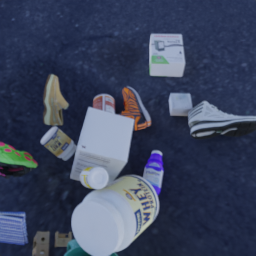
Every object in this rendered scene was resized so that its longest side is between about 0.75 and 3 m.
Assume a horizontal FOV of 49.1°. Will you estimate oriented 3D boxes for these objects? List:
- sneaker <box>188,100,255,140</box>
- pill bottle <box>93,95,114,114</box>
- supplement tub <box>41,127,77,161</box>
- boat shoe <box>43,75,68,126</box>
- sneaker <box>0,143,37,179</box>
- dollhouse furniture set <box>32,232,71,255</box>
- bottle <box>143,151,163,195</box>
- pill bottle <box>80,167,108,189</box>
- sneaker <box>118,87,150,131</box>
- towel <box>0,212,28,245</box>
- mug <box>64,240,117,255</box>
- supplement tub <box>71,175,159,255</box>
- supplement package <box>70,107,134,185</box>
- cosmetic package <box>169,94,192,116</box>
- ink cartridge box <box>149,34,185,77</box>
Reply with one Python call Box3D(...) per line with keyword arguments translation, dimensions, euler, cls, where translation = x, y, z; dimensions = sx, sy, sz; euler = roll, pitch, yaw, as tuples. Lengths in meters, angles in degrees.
Box3D(translation=(3.843, -0.531, 11.449), dimensions=(2.866, 1.081, 1.649), euler=(-5, 57, -1), cls="sneaker")
Box3D(translation=(-1.008, -0.515, 11.553), dimensions=(0.909, 0.909, 1.620), euler=(-2, 54, -1), cls="pill bottle")
Box3D(translation=(-2.460, 0.574, 10.008), dimensions=(1.100, 0.794, 0.794), euler=(44, 57, -18), cls="supplement tub")
Box3D(translation=(-2.402, -0.884, 9.480), dimensions=(0.788, 2.069, 0.741), euler=(13, 47, -5), cls="boat shoe")
Box3D(translation=(-3.850, 1.209, 9.110), dimensions=(0.940, 2.450, 1.027), euler=(41, 84, 20), cls="sneaker")
Box3D(translation=(-2.379, 3.720, 8.744), dimensions=(1.053, 0.742, 0.738), euler=(9, 52, -22), cls="dollhouse furniture set")
Box3D(translation=(0.928, 1.624, 10.246), dimensions=(0.693, 0.542, 1.660), euler=(11, 55, 7), cls="bottle")
Box3D(translation=(-1.007, 1.403, 7.897), dimensions=(0.596, 1.063, 0.596), euler=(4, 81, -25), cls="pill bottle")
Box3D(translation=(-0.038, -0.806, 11.799), dimensions=(1.225, 0.848, 2.187), euler=(-20, 57, -15), cls="sneaker")
Box3D(translation=(-3.838, 2.707, 7.790), dimensions=(2.047, 2.827, 0.337), euler=(11, 54, -10), cls="towel")
Box3D(translation=(-1.039, 4.198, 7.654), dimensions=(1.748, 1.316, 2.128), euler=(8, 18, 0), cls="mug")
Box3D(translation=(-0.312, 2.498, 8.258), dimensions=(1.762, 1.762, 2.431), euler=(33, 20, 21), cls="supplement tub")
Box3D(translation=(-0.936, 0.769, 9.268), dimensions=(1.480, 2.702, 1.537), euler=(15, 61, -8), cls="supplement package")
Box3D(translation=(2.255, -1.008, 12.124), dimensions=(0.870, 0.535, 0.868), euler=(0, 54, -1), cls="cosmetic package")
Box3D(translation=(1.860, -3.589, 13.734), dimensions=(1.577, 0.911, 2.168), euler=(2, 54, 1), cls="ink cartridge box")
